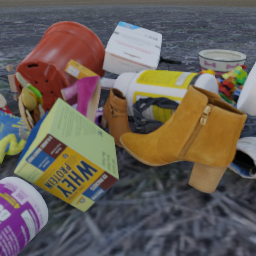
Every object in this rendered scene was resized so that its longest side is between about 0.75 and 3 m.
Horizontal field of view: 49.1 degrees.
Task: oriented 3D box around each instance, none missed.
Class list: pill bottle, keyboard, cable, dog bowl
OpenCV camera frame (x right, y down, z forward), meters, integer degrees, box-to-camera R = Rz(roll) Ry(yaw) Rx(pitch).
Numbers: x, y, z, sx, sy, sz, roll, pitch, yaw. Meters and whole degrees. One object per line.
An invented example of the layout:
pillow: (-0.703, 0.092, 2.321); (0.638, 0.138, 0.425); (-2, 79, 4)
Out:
pill bottle: (-2.183, 1.661, 4.082); (1.072, 1.072, 1.909); (14, 33, 23)
pill bottle: (4.147, -0.481, 6.215); (2.978, 1.782, 1.782); (23, 33, 11)
keyboard: (1.547, -1.972, 10.454); (2.139, 1.359, 0.220); (23, 34, 36)
cable: (0.780, -0.319, 6.673); (1.371, 0.348, 1.118); (-2, 46, -8)
pill bottle: (1.001, -0.852, 8.064); (2.751, 1.572, 1.572); (13, 31, 34)
dog bowl: (4.323, -3.044, 13.056); (2.101, 0.775, 2.101); (0, 28, 0)

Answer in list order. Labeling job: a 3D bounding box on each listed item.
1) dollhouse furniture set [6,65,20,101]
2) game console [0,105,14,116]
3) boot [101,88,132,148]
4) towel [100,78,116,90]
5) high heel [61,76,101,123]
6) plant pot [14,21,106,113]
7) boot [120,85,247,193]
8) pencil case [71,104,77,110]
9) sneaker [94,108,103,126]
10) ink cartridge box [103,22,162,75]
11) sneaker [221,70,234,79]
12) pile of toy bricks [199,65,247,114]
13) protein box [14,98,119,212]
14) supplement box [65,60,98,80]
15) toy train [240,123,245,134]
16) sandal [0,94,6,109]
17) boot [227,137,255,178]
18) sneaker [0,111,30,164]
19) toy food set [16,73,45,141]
dollhouse furniture set: (-3.278, -1.532, 9.527); (0.707, 1.449, 1.235); (9, 29, 24)
game console: (-4.734, -0.226, 8.474); (1.952, 1.344, 2.265); (17, 12, -43)
boot: (-0.134, -0.248, 7.350); (0.577, 1.167, 1.504); (-10, 44, -35)
towel: (-0.858, -1.811, 11.445); (0.890, 0.150, 0.932); (13, 32, 23)
high heel: (-0.836, -0.310, 7.127); (1.110, 0.779, 2.314); (-25, 61, -4)
plant pot: (-2.291, -1.882, 9.356); (2.563, 2.563, 2.492); (7, 38, 12)
boot: (1.013, -0.015, 5.865); (2.604, 1.864, 0.916); (26, 25, 34)
pencil case: (-1.492, -0.859, 8.577); (0.386, 0.904, 0.379); (26, 28, -2)
sneaker: (-1.122, -0.269, 8.345); (1.162, 0.467, 0.514); (-10, 42, -17)
ink cartridge box: (0.161, -2.540, 9.648); (1.702, 0.980, 2.938); (18, 38, -3)
sneaker: (4.451, -2.335, 12.147); (0.874, 0.395, 0.342); (-10, 32, -15)
pile of toy bricks: (3.223, -1.346, 8.469); (2.269, 1.120, 1.259); (24, 8, -42)
protein box: (-1.129, 0.496, 5.522); (1.520, 1.026, 1.509); (38, 18, -23)
supplement box: (-1.321, -1.555, 8.008); (0.921, 0.317, 0.307); (32, 33, -9)
toy train: (2.795, -0.082, 7.151); (0.325, 0.436, 1.906); (21, 10, 20)
sandal: (-4.324, -1.450, 7.600); (0.843, 2.564, 0.940); (-37, 37, 24)
boot: (2.939, 0.866, 5.548); (1.151, 0.885, 2.407); (-8, 19, -33)
sneaker: (-2.920, -0.036, 6.938); (0.922, 1.279, 2.434); (5, 27, 19)
toy food set: (-2.214, -0.375, 6.696); (0.367, 1.261, 1.827); (-17, 59, 2)
